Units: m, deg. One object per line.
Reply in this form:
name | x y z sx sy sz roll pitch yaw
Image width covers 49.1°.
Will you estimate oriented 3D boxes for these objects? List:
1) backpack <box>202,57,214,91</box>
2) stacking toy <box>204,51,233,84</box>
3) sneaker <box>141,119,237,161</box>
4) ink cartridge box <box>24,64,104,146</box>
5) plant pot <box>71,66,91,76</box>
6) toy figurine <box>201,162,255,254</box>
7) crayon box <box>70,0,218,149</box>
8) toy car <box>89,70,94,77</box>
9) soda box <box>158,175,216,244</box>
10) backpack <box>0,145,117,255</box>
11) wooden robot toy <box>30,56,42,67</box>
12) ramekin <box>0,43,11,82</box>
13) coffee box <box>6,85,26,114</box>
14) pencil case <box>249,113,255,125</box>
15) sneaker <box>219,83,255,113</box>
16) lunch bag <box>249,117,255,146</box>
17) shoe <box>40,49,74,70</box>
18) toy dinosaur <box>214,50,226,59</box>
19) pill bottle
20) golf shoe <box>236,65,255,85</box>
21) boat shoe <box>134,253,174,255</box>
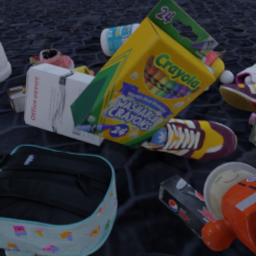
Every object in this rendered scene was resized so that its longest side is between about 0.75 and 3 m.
backpack | 2.228 -2.116 10.447 1.854 1.421 1.630 16 24 -7
stacking toy | 3.366 -2.484 11.411 2.071 1.513 1.513 38 47 21
sneaker | 1.175 0.260 7.062 2.906 1.089 1.309 7 7 22
ink cartridge box | -1.596 -0.690 7.832 2.272 1.643 0.957 17 24 6
plant pot | -1.839 -1.086 9.124 1.430 1.520 1.520 -14 34 6
toy figurine | 2.057 2.005 3.054 2.951 2.997 2.085 14 -3 1
crayon box | 0.381 -0.800 5.309 1.704 2.711 0.699 21 36 -40
toy car | -1.300 -2.207 11.643 1.017 0.338 0.499 12 36 18
soda box | 1.326 1.673 5.832 0.548 0.491 1.549 -22 41 -28
backpack | -1.302 1.387 5.122 2.241 1.718 1.970 -2 29 14
wooden robot toy | -3.801 -2.797 12.337 0.652 0.633 1.436 -12 35 -36
ramekin | -6.503 -2.824 11.474 2.942 1.544 2.942 0 34 0
coffee box | -3.347 -1.117 9.810 1.497 0.597 0.856 -18 38 -24
pencil case | 4.206 -0.162 8.615 0.922 0.382 0.399 21 -4 30
sneaker | 4.272 -1.133 9.359 2.290 0.858 1.032 25 69 22
lunch bag | 4.329 0.357 7.322 1.388 0.995 1.692 -8 31 -12
shoe | -2.945 -2.793 11.734 0.933 1.188 2.611 3 34 4
toy dinosaur | 3.723 -3.427 13.386 2.158 0.628 1.091 0 17 -7
pill bottle | -0.015 -4.140 13.198 2.325 1.288 1.288 -2 32 21
golf shoe | 5.066 -1.505 10.172 1.280 1.053 2.796 -16 29 -8
boat shoe | 0.978 2.463 4.487 2.108 0.699 0.788 12 36 17
